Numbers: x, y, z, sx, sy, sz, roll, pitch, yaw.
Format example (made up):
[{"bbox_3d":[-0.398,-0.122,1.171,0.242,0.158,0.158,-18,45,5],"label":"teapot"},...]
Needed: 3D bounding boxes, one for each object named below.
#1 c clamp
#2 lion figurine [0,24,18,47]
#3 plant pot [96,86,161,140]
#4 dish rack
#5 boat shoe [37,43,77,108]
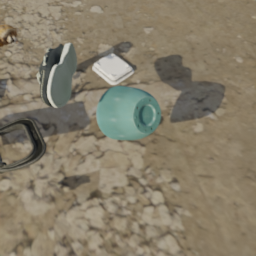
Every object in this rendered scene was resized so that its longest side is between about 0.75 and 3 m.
[{"bbox_3d":[-3.197,0.466,7.343,1.911,0.303,2.236,-28,45,-22],"label":"c clamp"},{"bbox_3d":[-4.774,-2.493,9.303,0.885,2.442,1.496,52,26,-9],"label":"lion figurine"},{"bbox_3d":[0.135,-0.407,8.164,1.677,1.677,1.346,-44,29,-26],"label":"plant pot"},{"bbox_3d":[-0.723,-2.848,13.188,1.446,0.367,1.685,-37,62,-22],"label":"dish rack"},{"bbox_3d":[-2.038,-1.443,7.746,0.824,1.033,2.732,-8,36,8],"label":"boat shoe"}]
